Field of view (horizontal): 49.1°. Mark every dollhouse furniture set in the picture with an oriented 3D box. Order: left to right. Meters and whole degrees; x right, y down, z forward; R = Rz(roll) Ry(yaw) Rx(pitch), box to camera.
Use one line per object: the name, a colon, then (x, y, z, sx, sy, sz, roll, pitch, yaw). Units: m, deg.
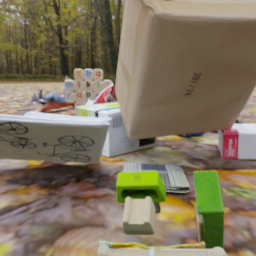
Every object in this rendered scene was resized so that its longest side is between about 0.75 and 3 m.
dollhouse furniture set: (0.350, 1.296, 2.543, 1.110, 0.850, 1.694, -4, 39, 12)

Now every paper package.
paper package: (1.216, -1.280, 5.604, 2.713, 2.846, 1.472, -5, 48, -15)

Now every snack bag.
snack bag: (-1.598, 0.226, 4.915, 2.425, 0.260, 2.286, 3, -21, -8)

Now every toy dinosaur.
toy dinosaur: (-3.510, -1.167, 14.159, 2.575, 2.837, 1.490, 19, -40, -37)

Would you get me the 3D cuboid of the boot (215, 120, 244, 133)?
boot: (3.127, -0.615, 9.023, 0.724, 1.490, 1.979, -7, 17, -28)

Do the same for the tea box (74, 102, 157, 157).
tea box: (-0.326, -0.046, 7.351, 1.602, 1.070, 1.576, -10, 15, -39)

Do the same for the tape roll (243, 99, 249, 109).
tape roll: (3.684, -1.205, 11.067, 1.785, 1.785, 1.225, 10, 20, 40)

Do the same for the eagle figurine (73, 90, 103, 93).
eagle figurine: (-1.972, -1.683, 14.973, 1.543, 1.534, 2.033, -26, 10, 44)

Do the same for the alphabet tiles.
alphabet tiles: (-1.831, -1.678, 12.906, 2.139, 2.092, 0.156, -1, 27, -8)

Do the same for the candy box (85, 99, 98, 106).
candy box: (-1.040, -0.257, 8.177, 0.319, 0.893, 0.749, 21, -11, 43)

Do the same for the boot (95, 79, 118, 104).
boot: (-0.528, -0.932, 9.185, 2.895, 1.048, 2.088, -38, 2, 26)

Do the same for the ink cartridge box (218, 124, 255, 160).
ink cartridge box: (2.986, 0.307, 6.642, 1.552, 0.647, 1.127, 1, 12, 13)

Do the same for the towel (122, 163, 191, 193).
towel: (0.446, 0.907, 5.057, 1.175, 0.211, 1.220, 3, 10, 2)

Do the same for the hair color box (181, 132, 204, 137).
hair color box: (1.361, -0.679, 9.576, 0.861, 1.422, 2.844, -5, 12, -27)
